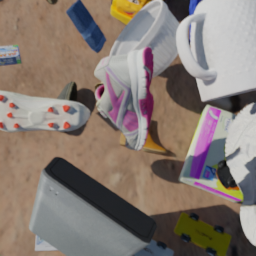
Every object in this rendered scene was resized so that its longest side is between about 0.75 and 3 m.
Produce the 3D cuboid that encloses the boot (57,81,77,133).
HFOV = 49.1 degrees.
[{"bbox_3d":[-2.787,-0.770,8.888,2.062,0.748,1.875,9,68,11],"label":"boot"}]

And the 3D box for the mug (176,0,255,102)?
[{"bbox_3d":[2.170,-1.872,6.476,2.577,1.902,2.259,-13,90,-31],"label":"mug"}]

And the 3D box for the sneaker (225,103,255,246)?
[{"bbox_3d":[2.847,0.931,5.213,1.751,1.074,2.691,25,48,-29],"label":"sneaker"}]

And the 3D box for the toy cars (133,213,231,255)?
[{"bbox_3d":[1.209,3.066,7.472,2.912,0.645,1.305,-14,60,-1],"label":"toy cars"}]

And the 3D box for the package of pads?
[{"bbox_3d":[2.794,0.736,8.185,1.907,0.842,2.468,21,71,7],"label":"package of pads"}]

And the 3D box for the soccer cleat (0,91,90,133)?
[{"bbox_3d":[-1.751,-0.266,5.227,2.128,0.825,0.737,7,97,13],"label":"soccer cleat"}]

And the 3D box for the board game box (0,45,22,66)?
[{"bbox_3d":[-3.101,-1.645,6.482,1.141,0.197,0.772,-12,38,-18],"label":"board game box"}]

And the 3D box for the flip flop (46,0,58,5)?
[{"bbox_3d":[-1.626,-3.592,6.473,0.625,1.541,0.444,46,52,13],"label":"flip flop"}]

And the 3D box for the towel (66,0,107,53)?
[{"bbox_3d":[-0.973,-2.348,6.548,0.282,1.163,0.649,-17,37,30],"label":"towel"}]

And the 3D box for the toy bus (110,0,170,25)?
[{"bbox_3d":[0.582,-5.133,9.468,1.783,2.523,2.628,28,74,8],"label":"toy bus"}]

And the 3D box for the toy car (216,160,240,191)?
[{"bbox_3d":[2.986,1.098,5.690,0.910,2.733,1.341,26,95,-19],"label":"toy car"}]

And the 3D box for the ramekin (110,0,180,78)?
[{"bbox_3d":[0.521,-2.212,7.381,1.046,1.993,1.993,35,69,-27],"label":"ramekin"}]

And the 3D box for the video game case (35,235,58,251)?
[{"bbox_3d":[-2.015,2.792,7.814,1.058,0.128,1.161,-1,70,-1],"label":"video game case"}]

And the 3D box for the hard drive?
[{"bbox_3d":[-0.913,1.931,5.492,2.020,2.895,0.476,33,49,3],"label":"hard drive"}]

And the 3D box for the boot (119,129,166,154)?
[{"bbox_3d":[0.523,0.154,8.552,1.512,0.532,1.082,13,74,10],"label":"boot"}]

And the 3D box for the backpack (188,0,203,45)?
[{"bbox_3d":[3.160,-4.157,9.407,1.942,2.005,2.389,6,66,-6],"label":"backpack"}]

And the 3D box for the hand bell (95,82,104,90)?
[{"bbox_3d":[-0.568,-1.703,9.320,0.663,0.663,1.273,17,59,6],"label":"hand bell"}]

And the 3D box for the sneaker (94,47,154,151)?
[{"bbox_3d":[-0.067,-0.480,5.322,1.020,2.312,0.941,6,44,10],"label":"sneaker"}]
